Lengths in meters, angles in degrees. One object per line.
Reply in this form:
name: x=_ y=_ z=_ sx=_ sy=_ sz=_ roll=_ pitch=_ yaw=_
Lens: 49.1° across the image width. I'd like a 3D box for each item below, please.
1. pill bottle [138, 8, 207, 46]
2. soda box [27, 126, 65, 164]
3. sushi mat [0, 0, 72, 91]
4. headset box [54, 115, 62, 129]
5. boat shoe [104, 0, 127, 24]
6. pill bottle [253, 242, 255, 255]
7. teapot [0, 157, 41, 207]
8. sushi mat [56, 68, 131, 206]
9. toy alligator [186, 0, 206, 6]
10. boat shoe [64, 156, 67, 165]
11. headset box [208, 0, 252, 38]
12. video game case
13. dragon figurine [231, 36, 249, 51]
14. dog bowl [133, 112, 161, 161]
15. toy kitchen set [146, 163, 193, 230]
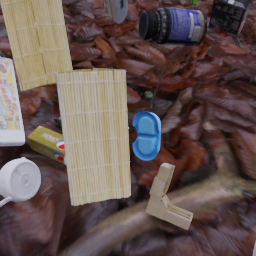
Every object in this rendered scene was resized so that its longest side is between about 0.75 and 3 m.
pill bottle: x=1.436 y=-3.303 z=9.171 sx=2.038 sy=1.140 sz=1.140 roll=-2 pitch=45 yaw=-17
soda box: x=-1.999 y=0.540 z=7.927 sx=1.636 sy=0.524 sz=0.554 roll=20 pitch=48 yaw=19
sushi mat: x=-1.982 y=-2.178 z=6.085 sx=1.242 sy=2.597 sz=0.157 roll=-13 pitch=19 yaw=-19
headset box: x=-1.799 y=-0.175 z=8.773 sx=0.822 sy=0.317 sz=0.612 roll=29 pitch=52 yaw=24
boat shoe: x=-0.490 y=-4.162 z=8.616 sx=0.739 sy=2.260 sz=0.832 roll=35 pitch=71 yaw=10
pill bottle: x=3.505 y=2.719 z=5.461 sx=1.831 sy=1.003 sz=1.003 roll=16 pitch=48 yaw=15
teapot: x=-2.155 y=1.006 z=5.325 sx=0.629 sy=0.850 sz=0.861 roll=-6 pitch=-3 yaw=30
sushi mat: x=-0.364 y=0.131 z=3.315 sx=0.785 sy=1.640 sz=0.099 roll=-7 pitch=17 yaw=-15
toy alligator: x=1.743 y=-3.693 z=7.276 sx=0.540 sy=0.391 sz=1.628 roll=6 pitch=47 yaw=3
boat shoe: x=-0.620 y=0.165 z=4.466 sx=0.395 sy=0.355 sz=1.117 roll=-7 pitch=50 yaw=45
headset box: x=2.232 y=-2.492 z=6.230 sx=0.710 sy=0.954 sz=0.368 roll=29 pitch=75 yaw=19
video game case: x=-3.025 y=-0.594 z=5.331 sx=1.825 sy=0.230 sz=2.006 roll=1 pitch=65 yaw=-42
dragon figurine: x=2.963 y=-3.415 z=8.116 sx=0.782 sy=2.657 sz=1.321 roll=-6 pitch=22 yaw=24
dog bowl: x=0.424 y=0.158 z=6.057 sx=0.594 sy=1.066 sz=0.264 roll=7 pitch=14 yaw=29
toy kitchen set: x=1.159 y=1.542 z=6.720 sx=1.056 sy=1.171 sz=0.955 roll=19 pitch=7 yaw=18
